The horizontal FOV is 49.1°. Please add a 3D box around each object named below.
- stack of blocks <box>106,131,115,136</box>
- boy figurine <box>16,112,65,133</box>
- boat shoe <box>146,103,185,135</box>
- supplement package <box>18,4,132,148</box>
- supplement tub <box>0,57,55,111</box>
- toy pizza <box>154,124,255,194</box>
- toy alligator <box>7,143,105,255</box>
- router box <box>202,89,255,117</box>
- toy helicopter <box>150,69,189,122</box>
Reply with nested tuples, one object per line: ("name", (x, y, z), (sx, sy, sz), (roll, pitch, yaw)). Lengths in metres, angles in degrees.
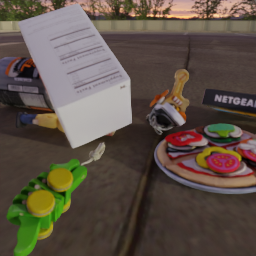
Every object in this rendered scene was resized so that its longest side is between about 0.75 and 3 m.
("stack of blocks", (-0.618, -0.154, 7.823), (0.622, 0.316, 1.080), (4, 23, 10))
("boy figurine", (-2.152, -0.152, 7.509), (1.520, 0.490, 0.945), (8, 3, 3))
("boat shoe", (0.835, -0.229, 7.057), (0.628, 0.679, 1.838), (-43, 14, -2))
("supplement package", (-1.279, -1.328, 6.851), (1.630, 1.693, 2.976), (-24, 59, -12))
("supplement tub", (-2.872, -1.428, 9.166), (2.716, 1.664, 1.664), (7, 23, 17))
("toy pizza", (1.935, 0.450, 5.964), (2.746, 0.435, 2.746), (-4, 22, 1))
("toy alligator", (-0.949, 0.721, 3.631), (0.533, 0.583, 1.965), (23, 39, 10))
("router box", (3.386, -0.644, 8.030), (2.035, 0.520, 1.518), (15, 5, 39))
("toy helicopter", (1.265, -0.918, 7.980), (1.058, 1.600, 0.631), (12, 27, -4))
